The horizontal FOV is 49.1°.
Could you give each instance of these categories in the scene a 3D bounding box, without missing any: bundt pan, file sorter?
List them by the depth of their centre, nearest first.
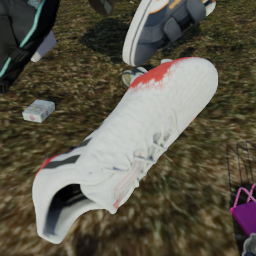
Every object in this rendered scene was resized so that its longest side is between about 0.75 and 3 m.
[{"bbox_3d":[2.180,2.091,4.195,1.024,0.384,1.024,0,47,0],"label":"bundt pan"},{"bbox_3d":[2.623,1.394,4.918,1.213,0.761,0.843,-11,37,-14],"label":"file sorter"}]

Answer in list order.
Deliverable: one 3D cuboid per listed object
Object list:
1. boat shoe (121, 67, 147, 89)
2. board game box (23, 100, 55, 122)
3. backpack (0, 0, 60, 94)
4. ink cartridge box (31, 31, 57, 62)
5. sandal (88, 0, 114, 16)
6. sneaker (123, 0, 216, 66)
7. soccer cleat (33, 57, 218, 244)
[{"bbox_3d":[0.526,-1.230,8.526,0.711,0.891,2.357,-15,27,-21],"label":"boat shoe"},{"bbox_3d":[-2.528,-0.491,7.967,0.557,0.243,0.755,10,36,15],"label":"board game box"},{"bbox_3d":[-1.931,-1.825,4.216,1.642,1.882,2.141,33,43,-17],"label":"backpack"},{"bbox_3d":[-2.807,-2.592,6.631,1.930,1.396,0.813,29,65,24],"label":"ink cartridge box"},{"bbox_3d":[-1.018,-4.043,8.314,1.755,0.705,0.474,43,32,10],"label":"sandal"},{"bbox_3d":[0.901,-2.171,4.980,1.058,2.665,1.045,33,17,10],"label":"sneaker"},{"bbox_3d":[-0.031,0.133,1.420,1.206,0.414,0.514,-36,35,16],"label":"soccer cleat"}]
